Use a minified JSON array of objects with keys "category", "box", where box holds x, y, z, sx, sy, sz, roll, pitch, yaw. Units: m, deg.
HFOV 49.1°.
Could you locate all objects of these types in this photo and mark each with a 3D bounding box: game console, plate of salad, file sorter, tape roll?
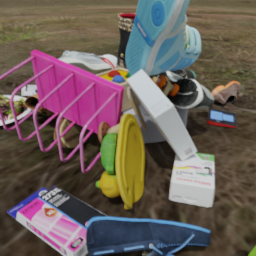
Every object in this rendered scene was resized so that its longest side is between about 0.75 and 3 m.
[{"category":"game console","box":[3.173,-0.343,9.486,0.926,0.163,1.047,8,30,15]},{"category":"plate of salad","box":[-4.701,-0.726,9.692,2.649,0.636,2.649,0,28,0]},{"category":"file sorter","box":[-1.559,-0.329,6.336,2.399,1.667,1.504,25,49,15]},{"category":"tape roll","box":[0.465,-0.658,9.215,2.946,0.973,2.946,-1,29,0]}]

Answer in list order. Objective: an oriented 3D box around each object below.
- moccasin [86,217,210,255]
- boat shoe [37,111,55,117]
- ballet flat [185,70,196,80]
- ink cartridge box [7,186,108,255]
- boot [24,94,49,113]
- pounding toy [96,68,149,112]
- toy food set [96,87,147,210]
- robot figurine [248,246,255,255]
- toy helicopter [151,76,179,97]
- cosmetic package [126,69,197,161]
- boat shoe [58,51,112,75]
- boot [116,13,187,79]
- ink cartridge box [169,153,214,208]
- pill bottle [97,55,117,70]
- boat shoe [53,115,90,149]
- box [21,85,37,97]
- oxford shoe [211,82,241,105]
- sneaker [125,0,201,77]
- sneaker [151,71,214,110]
[{"category":"moccasin","box":[0.324,1.901,4.651,2.043,0.822,0.697,3,67,2]},{"category":"boat shoe","box":[-2.705,-0.548,9.697,1.111,0.400,0.378,11,66,-1]},{"category":"ballet flat","box":[2.439,-2.363,12.783,0.623,0.619,1.821,-15,21,-7]},{"category":"ink cartridge box","box":[-1.419,1.737,5.553,2.055,0.381,0.973,17,33,32]},{"category":"boot","box":[-2.580,-0.990,9.272,1.811,0.862,2.340,-28,10,-38]},{"category":"pounding toy","box":[-0.694,-1.159,8.182,1.755,0.914,1.998,24,36,37]},{"category":"toy food set","box":[-0.212,0.528,6.226,0.836,1.507,2.561,-9,50,19]},{"category":"robot figurine","box":[1.669,2.218,2.718,2.938,1.700,2.578,-40,49,-21]},{"category":"toy helicopter","box":[0.800,-1.055,7.825,0.553,0.928,1.403,28,19,-19]},{"category":"cosmetic package","box":[0.776,-0.248,6.267,0.476,1.842,1.389,-33,47,5]},{"category":"boat shoe","box":[-1.509,-1.740,8.163,0.941,0.922,2.643,42,26,16]},{"category":"boot","box":[0.732,-2.675,9.562,2.806,2.112,1.027,23,42,31]},{"category":"ink cartridge box","box":[1.482,1.123,6.434,0.924,0.536,1.276,7,30,12]},{"category":"pill bottle","box":[-1.310,-1.975,11.057,1.484,1.484,2.606,13,32,22]},{"category":"boat shoe","box":[-1.670,-0.115,8.421,0.902,0.961,2.670,-19,22,16]},{"category":"box","box":[-3.848,-1.473,11.195,0.768,0.448,0.231,2,-3,2]},{"category":"oxford shoe","box":[3.936,-1.291,10.908,1.921,0.685,0.700,-22,63,-38]},{"category":"sneaker","box":[1.040,-2.149,6.002,1.724,2.641,1.050,-13,70,-23]},{"category":"sneaker","box":[1.434,-1.075,8.239,1.027,0.958,2.591,15,15,-32]}]
